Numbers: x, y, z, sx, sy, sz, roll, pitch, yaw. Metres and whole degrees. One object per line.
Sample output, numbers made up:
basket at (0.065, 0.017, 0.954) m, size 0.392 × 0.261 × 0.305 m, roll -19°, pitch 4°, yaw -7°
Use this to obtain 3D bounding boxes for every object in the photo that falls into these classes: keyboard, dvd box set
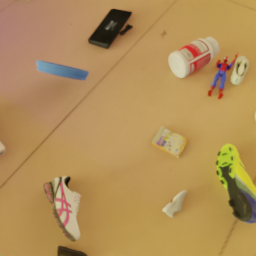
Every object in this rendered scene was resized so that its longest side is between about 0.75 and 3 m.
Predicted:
keyboard at (-0.646, -4.752, 13.422) m, size 1.594 × 0.340 × 2.654 m, roll 18°, pitch 61°, yaw 18°
dvd box set at (1.539, 0.519, 10.329) m, size 1.141 × 0.168 × 0.835 m, roll 27°, pitch 63°, yaw 15°

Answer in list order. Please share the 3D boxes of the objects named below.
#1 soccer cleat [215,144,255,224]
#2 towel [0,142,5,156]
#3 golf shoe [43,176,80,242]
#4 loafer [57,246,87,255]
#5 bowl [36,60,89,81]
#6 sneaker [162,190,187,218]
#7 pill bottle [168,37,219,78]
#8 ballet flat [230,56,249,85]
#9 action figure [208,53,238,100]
soccer cleat at (3.712, 1.817, 9.316) m, size 1.139 × 0.881 × 2.724 m, roll 15°, pitch 50°, yaw -26°
towel at (-6.057, 0.671, 10.104) m, size 2.431 × 0.410 × 2.546 m, roll -36°, pitch 65°, yaw -20°
golf shoe at (-1.903, 2.460, 8.809) m, size 0.980 × 0.773 × 2.129 m, roll -24°, pitch 62°, yaw -14°
loafer at (-1.657, 3.790, 8.289) m, size 0.999 × 0.365 × 0.356 m, roll 10°, pitch 66°, yaw 15°
bowl at (-2.552, -2.228, 10.908) m, size 2.017 × 2.017 × 0.396 m, roll 15°, pitch 101°, yaw 9°
sneaker at (1.602, 2.468, 9.080) m, size 1.033 × 0.391 × 0.475 m, roll -41°, pitch 74°, yaw -13°
pill bottle at (2.819, -3.049, 11.902) m, size 2.028 × 1.138 × 1.138 m, roll -31°, pitch 64°, yaw -17°
ballet flat at (4.850, -2.562, 11.953) m, size 0.627 × 0.627 × 1.748 m, roll 20°, pitch 60°, yaw 11°
action figure at (3.929, -2.358, 11.576) m, size 0.719 × 1.090 × 2.202 m, roll 19°, pitch 58°, yaw 10°
